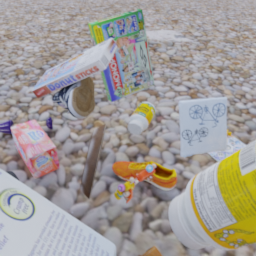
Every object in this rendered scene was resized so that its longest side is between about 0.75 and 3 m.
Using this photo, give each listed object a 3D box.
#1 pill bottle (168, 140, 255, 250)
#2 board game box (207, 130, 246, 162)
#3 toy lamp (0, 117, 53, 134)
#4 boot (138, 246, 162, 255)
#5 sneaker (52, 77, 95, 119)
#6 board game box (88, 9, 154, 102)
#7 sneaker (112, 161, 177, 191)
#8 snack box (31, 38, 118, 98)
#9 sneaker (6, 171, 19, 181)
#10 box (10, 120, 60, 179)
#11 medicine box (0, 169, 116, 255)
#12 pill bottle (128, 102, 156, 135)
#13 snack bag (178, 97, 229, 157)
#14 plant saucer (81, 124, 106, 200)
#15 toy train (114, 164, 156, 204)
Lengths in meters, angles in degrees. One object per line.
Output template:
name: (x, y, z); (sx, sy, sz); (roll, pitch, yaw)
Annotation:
pill bottle: (1.684, 1.086, 4.247); (1.271, 2.254, 1.271); (23, 46, -26)
board game box: (3.540, 0.696, 10.043); (1.497, 0.194, 1.497); (-18, 40, -23)
toy lamp: (-3.940, -0.091, 10.825); (1.947, 0.567, 0.567); (-6, 37, -11)
boot: (0.716, 2.288, 4.035); (0.630, 1.643, 1.275); (0, 58, -56)
sneaker: (-1.618, -0.708, 8.000); (1.209, 0.781, 2.229); (-34, 28, 19)
board game box: (-0.143, -2.396, 9.487); (1.791, 2.661, 0.387); (-24, 32, -17)
sneaker: (0.506, 1.298, 8.730); (2.086, 0.805, 0.761); (9, 38, 14)
snack box: (-1.632, -1.671, 8.119); (2.926, 0.356, 1.052); (-14, 41, 37)
sneaker: (-2.411, 1.468, 4.576); (1.022, 2.468, 0.885); (-31, 90, -46)
box: (-3.150, 0.659, 9.435); (0.902, 0.978, 1.906); (-23, 41, -28)
medicine box: (-2.091, 1.999, 3.398); (2.893, 2.635, 1.489); (36, 15, -8)
pill bottle: (0.330, -0.234, 7.106); (0.502, 0.502, 0.890); (15, 43, 19)
snack bag: (1.378, -0.015, 5.094); (0.979, 1.039, 0.111); (-7, 10, -14)
plant saucer: (-0.730, 0.671, 5.830); (0.254, 1.583, 1.583); (13, 36, -5)
toy train: (0.157, 1.122, 5.383); (0.832, 1.108, 0.308); (-26, 71, -26)
